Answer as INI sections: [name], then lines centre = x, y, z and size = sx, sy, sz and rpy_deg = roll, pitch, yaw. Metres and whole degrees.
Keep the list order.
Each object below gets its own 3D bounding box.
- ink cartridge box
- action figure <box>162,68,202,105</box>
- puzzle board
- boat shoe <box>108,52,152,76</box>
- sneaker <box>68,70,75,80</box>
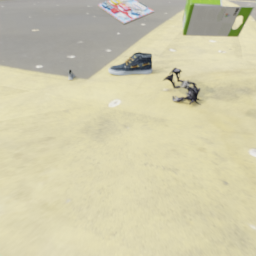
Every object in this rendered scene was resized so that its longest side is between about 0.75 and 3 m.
[ink cartridge box]
centre = 2.572, -3.351, 8.267
size = 1.740, 1.286, 0.659
rpy_deg = 3, 68, 1
[action figure]
centre = 2.349, -1.643, 11.868
size = 1.101, 1.853, 0.946
rpy_deg = -52, 16, -24
[puzzle board]
centre = -0.116, -4.615, 10.767
size = 1.391, 0.161, 1.846
rpy_deg = -30, 54, -19
[boat shoe]
centre = 0.123, -3.416, 14.780
size = 2.349, 1.066, 0.831
rpy_deg = -3, 32, -6
[sneaker]
centre = -2.911, -2.778, 14.326
size = 0.297, 0.457, 0.792
rpy_deg = -3, 32, -5
